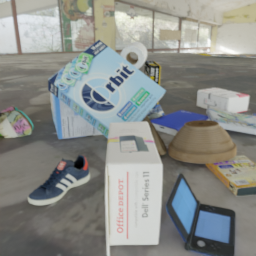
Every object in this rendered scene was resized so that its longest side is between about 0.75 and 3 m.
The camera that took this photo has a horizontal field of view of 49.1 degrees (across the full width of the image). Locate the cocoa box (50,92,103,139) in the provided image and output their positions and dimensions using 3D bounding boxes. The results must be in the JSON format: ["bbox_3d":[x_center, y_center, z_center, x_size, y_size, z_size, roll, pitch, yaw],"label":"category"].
[{"bbox_3d":[-1.978,-0.811,10.459,1.655,1.682,2.521,-7,20,-17],"label":"cocoa box"}]

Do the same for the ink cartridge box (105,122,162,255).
[{"bbox_3d":[0.063,1.033,5.289,0.925,1.609,2.748,0,19,-2],"label":"ink cartridge box"}]

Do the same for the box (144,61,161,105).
[{"bbox_3d":[1.223,-2.466,14.898,0.598,1.936,2.424,-1,19,-2],"label":"box"}]

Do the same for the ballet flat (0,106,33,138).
[{"bbox_3d":[-4.174,-0.163,10.051,1.011,0.982,2.842,-30,25,-22],"label":"ballet flat"}]

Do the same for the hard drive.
[{"bbox_3d":[1.994,-0.239,10.986,1.442,0.277,2.185,18,26,42],"label":"hard drive"}]

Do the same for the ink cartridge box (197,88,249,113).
[{"bbox_3d":[4.412,-1.285,13.203,1.410,0.797,1.925,-11,22,-29],"label":"ink cartridge box"}]

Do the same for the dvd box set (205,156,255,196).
[{"bbox_3d":[2.837,1.154,7.056,1.175,0.236,1.606,-4,19,-10],"label":"dvd box set"}]

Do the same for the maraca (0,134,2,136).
[{"bbox_3d":[-4.684,0.159,9.596,0.626,0.489,0.914,26,7,24],"label":"maraca"}]

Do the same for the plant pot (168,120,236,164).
[{"bbox_3d":[2.127,0.301,8.170,1.950,0.900,1.950,-4,12,1],"label":"plant pot"}]

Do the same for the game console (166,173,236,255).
[{"bbox_3d":[1.379,1.529,5.125,1.156,0.801,1.354,6,21,20],"label":"game console"}]

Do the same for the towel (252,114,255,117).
[{"bbox_3d":[6.101,-0.365,11.611,1.512,0.180,1.095,-1,21,0],"label":"towel"}]

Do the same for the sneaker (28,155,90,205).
[{"bbox_3d":[-1.577,1.116,6.428,0.638,0.719,1.702,12,23,30],"label":"sneaker"}]

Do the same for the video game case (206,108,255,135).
[{"bbox_3d":[4.151,-0.244,10.655,2.118,0.233,1.930,10,20,5],"label":"video game case"}]

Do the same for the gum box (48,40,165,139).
[{"bbox_3d":[-0.629,-1.200,8.963,2.878,0.641,2.445,39,61,5],"label":"gum box"}]

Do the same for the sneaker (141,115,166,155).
[{"bbox_3d":[0.568,0.321,8.992,0.823,0.767,2.179,-33,30,7],"label":"sneaker"}]

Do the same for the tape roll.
[{"bbox_3d":[0.226,-2.840,11.053,0.965,0.965,0.663,5,33,13],"label":"tape roll"}]

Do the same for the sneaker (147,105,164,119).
[{"bbox_3d":[0.904,-0.660,11.412,0.519,0.574,1.348,-18,6,-41],"label":"sneaker"}]
